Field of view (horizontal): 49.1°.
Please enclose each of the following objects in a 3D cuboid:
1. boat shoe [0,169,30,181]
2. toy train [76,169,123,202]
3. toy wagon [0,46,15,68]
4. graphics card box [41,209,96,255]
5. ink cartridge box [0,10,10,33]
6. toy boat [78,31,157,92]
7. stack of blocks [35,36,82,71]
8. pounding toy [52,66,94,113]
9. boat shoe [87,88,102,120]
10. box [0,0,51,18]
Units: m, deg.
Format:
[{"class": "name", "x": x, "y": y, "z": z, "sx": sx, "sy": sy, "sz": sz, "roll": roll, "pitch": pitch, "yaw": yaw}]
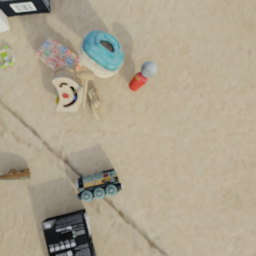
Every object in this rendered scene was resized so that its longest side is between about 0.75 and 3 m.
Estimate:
[{"class": "boat shoe", "x": -4.452, "y": 1.812, "z": 10.893, "sx": 1.268, "sy": 0.456, "sz": 0.431, "roll": -2, "pitch": 82, "yaw": -9}, {"class": "toy train", "x": -1.127, "y": 2.212, "z": 10.734, "sx": 1.792, "sy": 0.763, "sz": 1.021, "roll": -14, "pitch": 74, "yaw": 1}, {"class": "toy wagon", "x": -5.080, "y": -2.813, "z": 11.272, "sx": 0.992, "sy": 0.196, "sz": 0.770, "roll": -19, "pitch": 86, "yaw": 0}, {"class": "graphics card box", "x": -2.138, "y": 4.583, "z": 10.573, "sx": 1.660, "sy": 0.673, "sz": 2.646, "roll": -15, "pitch": 88, "yaw": 0}, {"class": "ink cartridge box", "x": -5.848, "y": -4.932, "z": 11.079, "sx": 1.420, "sy": 0.822, "sz": 2.445, "roll": -21, "pitch": 86, "yaw": -1}, {"class": "toy boat", "x": -0.365, "y": -2.592, "z": 10.419, "sx": 2.925, "sy": 2.459, "sz": 1.359, "roll": 33, "pitch": 125, "yaw": -18}, {"class": "stack of blocks", "x": -2.718, "y": -2.745, "z": 11.122, "sx": 1.611, "sy": 0.472, "sz": 0.928, "roll": 35, "pitch": 87, "yaw": 2}, {"class": "pounding toy", "x": -2.177, "y": -1.285, "z": 10.069, "sx": 1.281, "sy": 2.240, "sz": 1.285, "roll": 16, "pitch": 46, "yaw": -21}, {"class": "boat shoe", "x": -1.256, "y": -0.947, "z": 11.025, "sx": 0.413, "sy": 0.456, "sz": 1.280, "roll": -15, "pitch": 85, "yaw": 0}, {"class": "box", "x": -4.163, "y": -5.811, "z": 10.889, "sx": 1.812, "sy": 1.307, "sz": 2.442, "roll": -6, "pitch": 86, "yaw": 0}]
